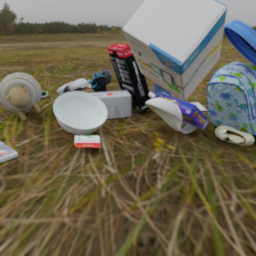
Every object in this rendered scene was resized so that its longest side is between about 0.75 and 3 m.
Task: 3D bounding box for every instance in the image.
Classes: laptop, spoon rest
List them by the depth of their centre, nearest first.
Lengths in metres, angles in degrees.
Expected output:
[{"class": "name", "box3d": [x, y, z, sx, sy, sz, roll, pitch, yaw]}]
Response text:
[{"class": "spoon rest", "box3d": [1.630, -0.362, 9.810, 2.628, 0.797, 1.306, 20, 4, -43]}, {"class": "laptop", "box3d": [2.850, -1.312, 13.081, 1.390, 0.806, 1.301, -2, 23, -5]}]

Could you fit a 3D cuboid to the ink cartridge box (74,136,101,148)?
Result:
[{"class": "ink cartridge box", "box3d": [-1.308, 0.429, 9.002, 0.808, 0.251, 1.004, 1, 6, -12]}]

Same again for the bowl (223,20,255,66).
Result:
[{"class": "bowl", "box3d": [3.785, -2.603, 8.755, 1.916, 0.376, 1.916, 41, 16, -14]}]

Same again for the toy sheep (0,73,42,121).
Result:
[{"class": "toy sheep", "box3d": [-4.548, -1.451, 11.882, 1.874, 1.874, 2.718, -8, 22, -20]}]

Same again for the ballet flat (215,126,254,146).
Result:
[{"class": "ballet flat", "box3d": [3.331, 0.245, 9.096, 0.464, 0.502, 1.487, -8, 14, -33]}]

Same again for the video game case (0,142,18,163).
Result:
[{"class": "video game case", "box3d": [-4.282, 0.846, 8.574, 1.215, 0.153, 1.333, 20, 29, 40]}]

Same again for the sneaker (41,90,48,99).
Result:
[{"class": "sneaker", "box3d": [-4.717, -1.834, 14.475, 0.629, 0.726, 1.753, 6, 23, 14]}]

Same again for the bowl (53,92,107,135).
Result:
[{"class": "bowl", "box3d": [-1.775, -0.386, 10.218, 1.927, 0.866, 1.927, 11, 45, -11]}]

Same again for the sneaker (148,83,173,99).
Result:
[{"class": "sneaker", "box3d": [1.796, -1.376, 11.791, 1.674, 1.226, 0.674, 37, -4, -9]}]

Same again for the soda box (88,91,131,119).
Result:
[{"class": "soda box", "box3d": [-1.335, -0.921, 11.857, 2.882, 0.984, 0.914, -5, 22, -12]}]

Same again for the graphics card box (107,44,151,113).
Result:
[{"class": "graphics card box", "box3d": [0.085, -2.248, 12.504, 0.739, 2.904, 1.822, -26, 26, -16]}]

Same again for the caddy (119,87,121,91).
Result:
[{"class": "caddy", "box3d": [0.107, -1.914, 14.573, 1.095, 0.813, 1.549, -3, 22, -4]}]

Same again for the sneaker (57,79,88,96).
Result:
[{"class": "sneaker", "box3d": [-2.310, -1.518, 12.638, 1.927, 1.096, 0.727, -7, 32, 42]}]

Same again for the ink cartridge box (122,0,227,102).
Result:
[{"class": "ink cartridge box", "box3d": [1.055, -1.798, 6.105, 1.445, 1.438, 1.969, 37, -3, 20]}]

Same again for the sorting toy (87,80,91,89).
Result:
[{"class": "sorting toy", "box3d": [-2.126, -2.754, 17.345, 2.201, 0.300, 1.239, 19, 29, 38]}]

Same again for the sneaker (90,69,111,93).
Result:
[{"class": "sneaker", "box3d": [-1.455, -2.036, 13.391, 0.866, 2.115, 0.774, -14, 67, -22]}]

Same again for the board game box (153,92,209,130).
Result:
[{"class": "board game box", "box3d": [1.927, -0.641, 10.364, 1.833, 0.410, 1.232, 28, -6, 45]}]

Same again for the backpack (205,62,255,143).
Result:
[{"class": "backpack", "box3d": [3.715, -0.919, 9.591, 2.007, 2.611, 2.130, -16, 25, -33]}]
